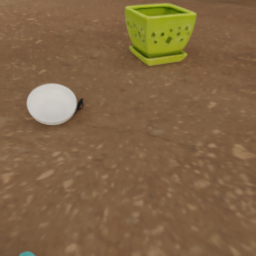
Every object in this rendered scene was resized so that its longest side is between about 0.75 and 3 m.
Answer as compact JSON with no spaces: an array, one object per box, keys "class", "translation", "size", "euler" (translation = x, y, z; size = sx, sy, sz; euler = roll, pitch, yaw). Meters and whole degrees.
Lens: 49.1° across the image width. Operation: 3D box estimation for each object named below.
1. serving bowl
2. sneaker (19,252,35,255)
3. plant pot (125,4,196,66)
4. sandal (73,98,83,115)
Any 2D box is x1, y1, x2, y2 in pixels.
[{"class":"serving bowl","translation":[-2.473,-0.695,9.175],"size":[1.542,0.507,1.542],"euler":[5,57,-7]},{"class":"sneaker","translation":[-2.290,2.607,4.436],"size":[1.851,0.737,0.717],"euler":[-26,42,-31]},{"class":"plant pot","translation":[1.416,-4.450,13.393],"size":[2.553,2.317,2.540],"euler":[-13,36,-19]},{"class":"sandal","translation":[-1.681,-0.712,9.644],"size":[0.184,0.289,0.768],"euler":[19,51,5]}]
